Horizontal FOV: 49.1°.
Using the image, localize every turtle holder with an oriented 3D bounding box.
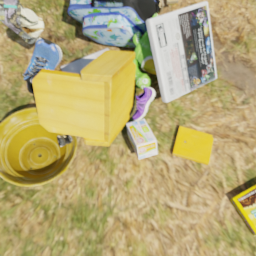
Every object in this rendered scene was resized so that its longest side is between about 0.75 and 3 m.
[{"bbox_3d":[1.011,-2.584,9.669,1.636,1.751,2.304,38,56,11],"label":"turtle holder"}]

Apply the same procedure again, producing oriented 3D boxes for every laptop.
[{"bbox_3d":[-1.138,-1.993,9.698,1.993,1.233,2.128,-25,71,-12],"label":"laptop"}]

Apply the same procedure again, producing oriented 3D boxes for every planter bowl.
[{"bbox_3d":[-2.764,0.691,8.514,2.476,1.031,2.476,3,63,-6],"label":"planter bowl"}]

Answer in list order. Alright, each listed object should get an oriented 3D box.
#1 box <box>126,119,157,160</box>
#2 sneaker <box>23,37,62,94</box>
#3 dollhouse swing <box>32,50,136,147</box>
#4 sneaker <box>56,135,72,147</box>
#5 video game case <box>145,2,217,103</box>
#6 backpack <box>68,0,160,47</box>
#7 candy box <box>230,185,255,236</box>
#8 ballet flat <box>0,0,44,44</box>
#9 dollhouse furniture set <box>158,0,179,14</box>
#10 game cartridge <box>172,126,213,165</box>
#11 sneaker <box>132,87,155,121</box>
[{"bbox_3d":[0.415,0.337,8.727,0.654,0.589,1.163,-16,41,-9],"label":"box"},{"bbox_3d":[-2.758,-1.854,8.920,0.890,2.267,1.010,22,52,-12],"label":"sneaker"},{"bbox_3d":[-1.023,-0.844,7.054,1.807,2.055,1.868,18,42,16],"label":"dollhouse swing"},{"bbox_3d":[-1.610,0.300,7.141,0.390,0.862,0.287,-14,92,-15],"label":"sneaker"},{"bbox_3d":[1.825,-2.445,9.072,2.377,2.614,0.305,-26,25,-23],"label":"video game case"},{"bbox_3d":[-0.645,-4.084,9.958,2.803,2.565,2.060,14,93,24],"label":"backpack"},{"bbox_3d":[4.318,2.101,8.296,2.293,0.303,1.172,-25,70,-11],"label":"candy box"},{"bbox_3d":[-2.902,-2.989,8.078,0.858,2.385,0.858,0,92,2],"label":"ballet flat"},{"bbox_3d":[1.236,-4.556,11.337,1.551,0.862,1.371,-7,90,-4],"label":"dollhouse furniture set"},{"bbox_3d":[2.115,0.565,9.100,1.183,0.192,1.043,17,66,5],"label":"game cartridge"},{"bbox_3d":[0.390,-0.773,8.800,0.485,1.162,0.468,17,20,-24],"label":"sneaker"}]
